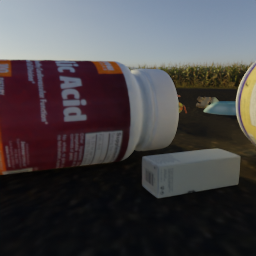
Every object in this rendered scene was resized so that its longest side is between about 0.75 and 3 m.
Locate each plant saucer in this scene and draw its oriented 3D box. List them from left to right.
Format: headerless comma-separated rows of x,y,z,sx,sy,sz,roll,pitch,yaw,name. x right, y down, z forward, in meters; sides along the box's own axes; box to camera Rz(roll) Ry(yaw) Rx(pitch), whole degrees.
4.346,-0.868,11.889,2.200,0.423,2.200,0,11,0,plant saucer

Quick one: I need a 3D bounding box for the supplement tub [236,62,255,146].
2.903,-0.271,3.847,2.026,2.026,2.787,0,9,2,supplement tub

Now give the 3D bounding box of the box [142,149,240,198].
0.830,0.568,3.713,1.235,0.422,0.508,-3,10,-20,box

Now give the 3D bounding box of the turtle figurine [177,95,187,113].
1.564,-0.687,10.152,1.023,0.409,1.269,-16,-31,27,turtle figurine

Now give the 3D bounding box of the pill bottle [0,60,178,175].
-0.816,-0.231,4.520,2.962,1.691,1.691,-5,11,-21,pill bottle

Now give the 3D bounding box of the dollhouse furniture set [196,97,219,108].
3.807,-1.149,13.565,0.494,0.578,1.116,40,-10,-27,dollhouse furniture set
